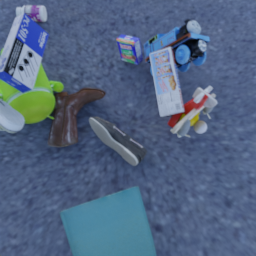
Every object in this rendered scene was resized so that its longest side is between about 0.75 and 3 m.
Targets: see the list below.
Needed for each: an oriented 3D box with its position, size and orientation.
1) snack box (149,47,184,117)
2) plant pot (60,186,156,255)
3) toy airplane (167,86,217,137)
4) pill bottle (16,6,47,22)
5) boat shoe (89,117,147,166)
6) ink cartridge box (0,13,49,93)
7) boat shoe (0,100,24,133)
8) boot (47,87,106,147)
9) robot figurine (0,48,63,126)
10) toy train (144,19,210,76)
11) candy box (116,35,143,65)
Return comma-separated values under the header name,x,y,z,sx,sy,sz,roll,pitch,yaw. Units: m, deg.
name,x,y,z,sx,sy,sz,roll,pitch,yaw
snack box,1.288,-1.530,9.409,0.796,0.269,2.215,-12,84,27
plant pot,-0.299,3.461,7.516,2.090,2.092,2.959,-16,70,-8
toy airplane,2.254,-0.474,9.383,1.982,1.973,1.399,-34,92,9
pill bottle,-4.372,-5.163,12.668,1.223,0.686,0.686,1,63,1
boat shoe,-0.367,0.354,9.815,2.361,0.789,0.673,41,57,14
ink cartridge box,-3.350,-2.402,8.973,0.514,1.094,2.327,-11,60,31
boat shoe,-3.493,-0.245,7.889,2.015,0.726,0.625,33,104,47
boot,-1.819,-0.326,10.124,2.102,0.724,2.255,-8,59,10
robot figurine,-3.691,-1.447,10.028,2.562,1.689,2.920,-16,73,-30
toy train,1.704,-2.859,10.350,1.203,2.775,1.585,-4,83,-32
candy box,0.071,-3.120,11.196,0.872,1.032,0.397,23,58,29
